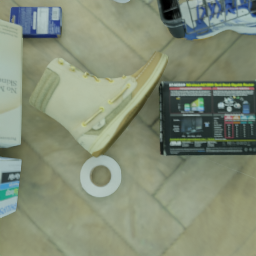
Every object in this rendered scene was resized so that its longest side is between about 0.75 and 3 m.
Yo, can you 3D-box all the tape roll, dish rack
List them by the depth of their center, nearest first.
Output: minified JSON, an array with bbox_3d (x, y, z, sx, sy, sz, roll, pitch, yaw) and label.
[{"bbox_3d":[2.100,-3.262,6.205,2.921,0.797,2.241,-14,61,16],"label":"dish rack"},{"bbox_3d":[-0.660,1.159,6.769,1.001,0.183,1.001,0,82,-1],"label":"tape roll"}]

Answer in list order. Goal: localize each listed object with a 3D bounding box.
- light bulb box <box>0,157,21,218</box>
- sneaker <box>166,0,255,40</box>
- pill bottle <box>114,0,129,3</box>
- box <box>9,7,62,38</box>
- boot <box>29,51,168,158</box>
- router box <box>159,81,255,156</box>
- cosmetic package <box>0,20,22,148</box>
[{"bbox_3d":[-3.646,1.175,5.811,2.080,2.062,1.298,5,83,-1],"label":"light bulb box"},{"bbox_3d":[2.353,-2.915,6.816,2.826,1.246,1.064,-7,82,-1],"label":"sneaker"},{"bbox_3d":[-0.085,-3.993,7.222,0.757,0.757,1.347,9,82,1],"label":"pill bottle"},{"bbox_3d":[-2.404,-2.761,7.316,1.315,0.213,0.797,1,81,-1],"label":"box"},{"bbox_3d":[-0.666,-1.095,6.675,2.293,1.074,2.951,38,87,5],"label":"boot"},{"bbox_3d":[1.880,-0.209,6.654,2.288,0.711,1.715,0,86,-1],"label":"router box"},{"bbox_3d":[-3.279,-0.992,6.339,1.469,1.037,2.837,3,79,-40],"label":"cosmetic package"}]
